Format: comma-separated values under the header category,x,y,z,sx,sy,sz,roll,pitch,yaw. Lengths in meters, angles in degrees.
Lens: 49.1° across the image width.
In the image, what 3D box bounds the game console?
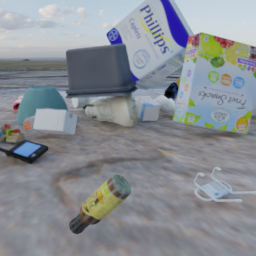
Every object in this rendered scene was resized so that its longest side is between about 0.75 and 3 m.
category,x,y,z,sx,sy,sz,roll,pitch,yaw
game console,-2.353,0.395,6.005,0.933,0.543,0.821,10,39,35

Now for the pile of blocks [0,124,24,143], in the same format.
category,x,y,z,sx,sy,sz,roll,pitch,yaw
pile of blocks,-3.214,0.114,7.415,1.200,0.373,0.493,8,11,41

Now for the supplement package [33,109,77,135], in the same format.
category,x,y,z,sx,sy,sz,roll,pitch,yaw
supplement package,-1.732,-0.142,6.663,0.839,0.503,0.509,3,-10,21

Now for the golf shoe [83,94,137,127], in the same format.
category,x,y,z,sx,sy,sz,roll,pitch,yaw
golf shoe,-0.631,-0.505,8.994,1.394,1.122,2.866,-13,9,-18

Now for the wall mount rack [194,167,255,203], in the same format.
category,x,y,z,sx,sy,sz,roll,pitch,yaw
wall mount rack,1.458,0.926,4.257,0.872,0.325,0.758,-6,33,-42

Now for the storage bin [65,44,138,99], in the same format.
category,x,y,z,sx,sy,sz,roll,pitch,yaw
storage bin,-0.789,-1.669,8.078,1.991,1.337,1.449,1,18,20

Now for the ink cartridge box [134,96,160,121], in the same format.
category,x,y,z,sx,sy,sz,roll,pitch,yaw
ink cartridge box,0.589,-0.706,9.759,0.605,0.589,0.941,-5,30,-26

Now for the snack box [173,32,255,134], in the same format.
category,x,y,z,sx,sy,sz,roll,pitch,yaw
snack box,2.477,-1.158,7.705,2.010,2.383,0.806,8,6,-16

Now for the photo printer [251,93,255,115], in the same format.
category,x,y,z,sx,sy,sz,roll,pitch,yaw
photo printer,3.455,-1.085,10.741,2.316,0.967,2.783,-10,15,-11

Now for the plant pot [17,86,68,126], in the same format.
category,x,y,z,sx,sy,sz,roll,pitch,yaw
plant pot,-2.902,-0.795,9.534,1.742,1.173,1.742,0,15,0

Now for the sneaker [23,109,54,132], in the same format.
category,x,y,z,sx,sy,sz,roll,pitch,yaw
sneaker,-2.185,-0.248,7.613,1.249,0.484,0.700,-13,2,25

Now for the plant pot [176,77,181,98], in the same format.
category,x,y,z,sx,sy,sz,roll,pitch,yaw
plant pot,2.982,-1.851,13.482,1.327,1.298,1.289,-36,26,-15

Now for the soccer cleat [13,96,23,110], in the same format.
category,x,y,z,sx,sy,sz,roll,pitch,yaw
soccer cleat,-3.701,-0.868,11.239,1.860,0.634,0.681,7,39,13

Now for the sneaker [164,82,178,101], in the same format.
category,x,y,z,sx,sy,sz,roll,pitch,yaw
sneaker,1.964,-1.661,12.719,0.499,0.555,1.424,4,52,21

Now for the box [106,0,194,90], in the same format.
category,x,y,z,sx,sy,sz,roll,pitch,yaw
box,1.019,-3.494,11.425,2.937,2.701,1.541,-32,-16,26

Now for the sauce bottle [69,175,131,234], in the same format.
category,x,y,z,sx,sy,sz,roll,pitch,yaw
sauce bottle,-0.353,0.915,3.237,0.297,0.917,0.297,37,22,-17

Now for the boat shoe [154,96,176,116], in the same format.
category,x,y,z,sx,sy,sz,roll,pitch,yaw
boat shoe,1.302,-0.808,10.434,0.608,0.639,1.776,-23,27,-6

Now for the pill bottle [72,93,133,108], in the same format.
category,x,y,z,sx,sy,sz,roll,pitch,yaw
pill bottle,-1.064,-1.358,11.445,2.318,1.298,1.298,-7,16,-26
